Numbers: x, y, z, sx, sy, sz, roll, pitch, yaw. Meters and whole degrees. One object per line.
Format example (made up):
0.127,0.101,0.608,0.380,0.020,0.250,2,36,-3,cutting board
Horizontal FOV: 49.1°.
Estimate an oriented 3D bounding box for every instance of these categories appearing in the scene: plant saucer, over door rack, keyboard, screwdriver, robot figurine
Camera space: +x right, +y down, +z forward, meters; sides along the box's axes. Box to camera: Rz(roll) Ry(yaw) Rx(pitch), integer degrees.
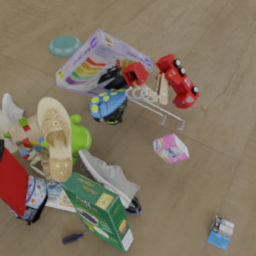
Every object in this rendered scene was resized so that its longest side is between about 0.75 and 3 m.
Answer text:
-3.342,-4.385,14.791,1.799,0.323,1.799,0,51,0,plant saucer
0.860,-0.694,8.615,0.579,1.738,1.284,-55,22,-6,over door rack
-0.604,-1.832,9.497,1.099,0.113,0.699,-11,49,46,keyboard
-1.262,3.224,8.570,1.529,0.222,0.213,-13,79,-21,screwdriver
-1.950,0.384,9.171,1.071,1.852,1.625,1,84,28,robot figurine

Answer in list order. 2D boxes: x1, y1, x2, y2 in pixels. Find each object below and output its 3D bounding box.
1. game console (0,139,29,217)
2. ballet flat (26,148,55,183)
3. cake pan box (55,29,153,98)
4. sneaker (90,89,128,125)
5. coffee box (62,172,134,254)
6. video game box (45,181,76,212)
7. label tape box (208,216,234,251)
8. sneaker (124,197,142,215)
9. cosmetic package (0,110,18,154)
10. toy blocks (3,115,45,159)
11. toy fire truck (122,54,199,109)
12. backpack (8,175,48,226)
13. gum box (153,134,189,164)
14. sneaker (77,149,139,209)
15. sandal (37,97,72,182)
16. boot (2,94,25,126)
-3.601,1.264,7.105,1.867,1.286,2.166,-4,21,-15,game console
-3.111,0.893,9.792,0.937,1.012,2.870,-37,46,-16,ballet flat
-0.846,-2.122,10.591,2.853,2.628,0.746,14,55,-46,cake pan box
-0.500,-0.632,9.602,1.052,1.230,2.968,-1,13,9,sneaker
-0.723,2.334,7.521,1.521,2.473,0.544,19,53,30,coffee box
-2.173,2.096,9.348,1.310,0.307,1.193,10,49,8,video game box
2.820,3.184,8.498,0.582,0.255,0.807,20,53,16,label tape box
-0.049,2.150,9.121,0.529,0.619,1.493,-19,53,-17,sneaker
-4.479,0.165,9.932,1.517,0.785,0.554,51,31,4,cosmetic package
-3.105,0.261,9.287,1.704,0.852,1.165,-29,68,-18,toy blocks
1.294,-1.529,10.069,0.700,2.871,2.025,-4,43,53,toy fire truck
-3.030,2.048,8.505,1.200,0.970,1.259,-50,39,1,backpack
1.395,0.708,8.932,0.715,1.260,0.417,-21,55,22,gum box
-0.657,1.454,8.817,2.302,0.860,0.944,44,63,8,sneaker
-1.948,0.240,7.863,0.925,0.830,2.524,-7,82,-24,sandal
-4.690,-0.666,11.549,0.873,0.672,1.826,-4,58,-12,boot
